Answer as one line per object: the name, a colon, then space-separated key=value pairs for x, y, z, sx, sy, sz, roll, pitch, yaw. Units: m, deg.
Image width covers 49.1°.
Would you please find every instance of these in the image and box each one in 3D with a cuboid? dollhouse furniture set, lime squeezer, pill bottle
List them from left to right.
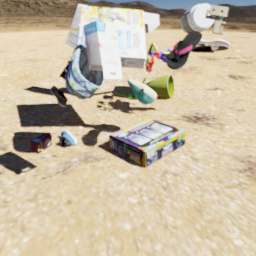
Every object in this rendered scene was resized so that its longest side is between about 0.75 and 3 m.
lime squeezer: x=0.218 y=-1.858 z=14.726 sx=2.289 sy=0.808 sz=0.432 roll=-18 pitch=26 yaw=44
pill bottle: x=3.167 y=-4.930 z=12.776 sx=1.151 sy=1.151 sz=2.022 roll=-1 pitch=13 yaw=-3
dollhouse furniture set: x=3.142 y=-3.864 z=10.184 sx=0.642 sy=0.916 sz=0.645 roll=10 pitch=7 yaw=0

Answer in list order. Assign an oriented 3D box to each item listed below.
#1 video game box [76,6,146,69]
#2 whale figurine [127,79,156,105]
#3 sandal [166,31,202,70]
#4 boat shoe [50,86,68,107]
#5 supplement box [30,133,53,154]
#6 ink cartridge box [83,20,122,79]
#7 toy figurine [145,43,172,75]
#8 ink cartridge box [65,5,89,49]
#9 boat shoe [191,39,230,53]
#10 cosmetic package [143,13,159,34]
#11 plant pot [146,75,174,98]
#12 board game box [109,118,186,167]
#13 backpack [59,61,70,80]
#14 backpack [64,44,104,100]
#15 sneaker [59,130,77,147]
video game box: x=-0.588 y=-3.240 z=9.911 sx=2.344 sy=0.602 sz=2.573 roll=3 pitch=58 yaw=-7
whale figurine: x=0.421 y=-1.282 z=10.073 sx=1.215 sy=0.631 sz=0.967 roll=32 pitch=8 yaw=-11
sandal: x=1.544 y=-2.258 z=7.824 sx=0.591 sy=0.355 sz=1.574 roll=28 pitch=69 yaw=24
boat shoe: x=-2.141 y=-1.041 z=8.726 sx=0.334 sy=0.276 sz=0.928 roll=15 pitch=32 yaw=-48
supplement box: x=-3.033 y=0.537 z=9.835 sx=0.325 sy=0.419 sz=0.759 roll=11 pitch=27 yaw=23
ink cartridge box: x=-0.536 y=-1.618 z=6.067 sx=0.405 sy=1.193 sz=0.687 roll=-5 pitch=4 yaw=35
toy figurine: x=1.597 y=-2.962 z=12.345 sx=1.426 sy=1.256 sz=2.381 roll=11 pitch=21 yaw=-6
ink cartridge box: x=-1.945 y=-4.597 z=13.341 sx=1.422 sy=1.957 sz=0.856 roll=33 pitch=28 yaw=11
boat shoe: x=3.190 y=-3.147 z=10.951 sx=1.540 sy=0.553 sz=0.458 roll=5 pitch=69 yaw=2
cosmetic package: x=0.303 y=-4.835 z=12.682 sx=2.089 sy=0.529 sz=0.862 roll=24 pitch=58 yaw=31
plant pot: x=1.675 y=-2.188 z=15.005 sx=1.312 sy=1.228 sz=1.228 roll=0 pitch=23 yaw=26
board game box: x=0.680 y=0.434 z=9.850 sx=2.146 sy=0.609 sz=1.774 roll=-22 pitch=31 yaw=-39
backpack: x=-2.270 y=-2.298 z=12.261 sx=0.764 sy=0.952 sz=1.040 roll=22 pitch=-11 yaw=43
backpack: x=-1.223 y=-1.525 z=8.077 sx=1.148 sy=1.219 sz=1.494 roll=-41 pitch=34 yaw=14
sneaker: x=-2.342 y=0.384 z=10.221 sx=0.539 sy=0.372 sz=0.969 roll=-11 pitch=32 yaw=-41
